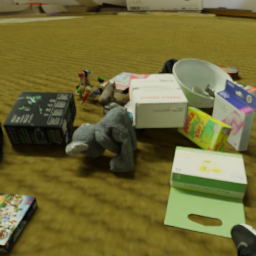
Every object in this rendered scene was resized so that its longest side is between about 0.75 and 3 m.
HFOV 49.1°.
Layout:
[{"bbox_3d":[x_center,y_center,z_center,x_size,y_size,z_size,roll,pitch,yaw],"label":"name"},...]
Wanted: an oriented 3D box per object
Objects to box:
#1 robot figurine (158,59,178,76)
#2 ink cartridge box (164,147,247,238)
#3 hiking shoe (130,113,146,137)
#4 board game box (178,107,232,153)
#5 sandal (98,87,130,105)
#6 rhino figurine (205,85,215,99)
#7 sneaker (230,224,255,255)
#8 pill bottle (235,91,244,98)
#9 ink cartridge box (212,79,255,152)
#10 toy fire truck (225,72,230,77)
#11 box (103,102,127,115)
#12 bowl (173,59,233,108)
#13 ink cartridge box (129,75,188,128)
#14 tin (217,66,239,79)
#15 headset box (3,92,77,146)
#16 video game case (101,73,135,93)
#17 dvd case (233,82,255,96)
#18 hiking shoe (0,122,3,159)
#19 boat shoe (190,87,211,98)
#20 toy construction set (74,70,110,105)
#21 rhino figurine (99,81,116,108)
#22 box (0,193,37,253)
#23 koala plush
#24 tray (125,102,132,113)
[{"bbox_3d":[2.361,-3.143,15.230,1.289,1.070,1.715,18,-2,3],"label":"robot figurine"},{"bbox_3d":[2.125,1.567,7.559,1.982,0.653,2.724,7,28,13],"label":"ink cartridge box"},{"bbox_3d":[0.534,-0.464,11.022,0.973,0.835,2.244,17,31,31],"label":"hiking shoe"},{"bbox_3d":[2.565,0.060,9.648,0.468,0.998,1.965,8,19,-28],"label":"board game box"},{"bbox_3d":[0.030,-1.556,13.074,2.870,0.775,1.153,-1,29,-1],"label":"sandal"},{"bbox_3d":[3.636,-1.476,12.107,0.244,0.357,0.816,-35,76,-25],"label":"rhino figurine"},{"bbox_3d":[2.391,2.715,5.340,0.892,0.771,2.037,-12,30,-10],"label":"sneaker"},{"bbox_3d":[4.777,-1.605,13.210,1.308,0.745,0.745,25,37,37],"label":"pill bottle"},{"bbox_3d":[3.651,-0.493,9.891,0.425,1.964,1.928,-8,29,-10],"label":"ink cartridge box"},{"bbox_3d":[4.324,-2.734,15.353,2.137,0.521,1.507,23,44,23],"label":"toy fire truck"},{"bbox_3d":[-0.543,-0.712,11.855,0.800,0.345,0.655,24,35,20],"label":"box"},{"bbox_3d":[3.183,-1.797,12.612,2.811,1.263,2.811,8,47,-8],"label":"bowl"},{"bbox_3d":[1.002,-1.032,10.164,1.781,1.037,2.446,-1,31,-4],"label":"ink cartridge box"},{"bbox_3d":[5.337,-3.332,16.690,2.370,0.496,1.327,8,25,15],"label":"tin"},{"bbox_3d":[-3.184,-0.360,10.203,2.183,1.012,1.900,2,44,3],"label":"headset box"},{"bbox_3d":[-0.098,-2.495,15.384,1.776,0.217,2.484,14,31,24],"label":"video game case"},{"bbox_3d":[5.792,-1.940,14.394,1.316,0.198,1.803,-21,36,-34],"label":"dvd case"},{"bbox_3d":[-5.020,0.179,9.644,1.185,1.017,2.734,-9,30,-18],"label":"hiking shoe"},{"bbox_3d":[3.049,-1.362,12.085,1.436,0.512,0.432,22,-14,-41],"label":"boat shoe"},{"bbox_3d":[-1.966,-1.665,13.198,1.498,1.381,1.797,32,40,-10],"label":"toy construction set"},{"bbox_3d":[-0.840,-1.526,12.508,0.492,0.720,1.646,1,51,27],"label":"rhino figurine"},{"bbox_3d":[-3.000,2.210,6.703,1.023,0.282,1.498,4,29,8],"label":"box"},{"bbox_3d":[-0.889,0.314,8.906,2.010,1.847,1.782,-7,27,12],"label":"koala plush"},{"bbox_3d":[0.762,-1.187,12.379,1.054,0.218,1.963,27,57,26],"label":"tray"}]
